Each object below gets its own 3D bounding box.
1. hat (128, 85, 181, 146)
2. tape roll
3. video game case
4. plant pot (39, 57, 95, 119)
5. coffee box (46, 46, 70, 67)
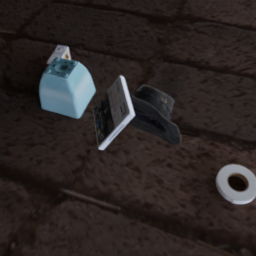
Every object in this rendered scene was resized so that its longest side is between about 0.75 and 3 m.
[{"bbox_3d":[0.663,-0.553,7.770,2.444,2.444,0.986,27,77,19],"label":"hat"},{"bbox_3d":[3.787,1.950,9.756,1.418,0.259,1.418,0,52,0],"label":"tape roll"},{"bbox_3d":[-0.381,-0.360,6.419,0.157,1.220,1.342,22,36,-32],"label":"video game case"},{"bbox_3d":[-2.591,-1.816,11.607,1.812,1.851,1.817,16,55,11],"label":"plant pot"},{"bbox_3d":[-3.273,-3.118,13.244,0.564,0.799,1.413,11,55,8],"label":"coffee box"}]
